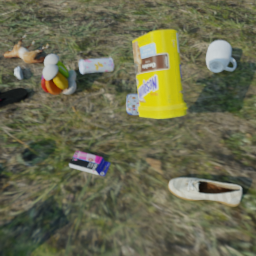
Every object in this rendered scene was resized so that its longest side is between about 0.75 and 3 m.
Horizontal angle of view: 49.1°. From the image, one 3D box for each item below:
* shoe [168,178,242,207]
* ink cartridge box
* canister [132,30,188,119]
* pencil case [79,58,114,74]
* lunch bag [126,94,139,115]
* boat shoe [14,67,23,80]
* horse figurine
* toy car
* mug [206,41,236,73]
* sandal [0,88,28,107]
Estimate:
[{"bbox_3d":[2.445,1.920,8.938,2.303,0.615,0.805,8,46,8],"label":"shoe"},{"bbox_3d":[-1.349,1.255,9.880,1.328,0.246,0.629,14,47,11],"label":"ink cartridge box"},{"bbox_3d":[0.898,-1.570,8.536,1.045,2.415,1.794,-10,8,-23],"label":"canister"},{"bbox_3d":[-0.879,-1.717,7.743,0.952,0.396,0.432,-9,15,-20],"label":"pencil case"},{"bbox_3d":[0.588,-1.034,11.929,1.337,0.505,1.071,-1,43,1],"label":"lunch bag"},{"bbox_3d":[-5.342,-2.597,13.605,0.345,0.380,1.033,-25,40,-1],"label":"boat shoe"},{"bbox_3d":[-5.194,-3.946,14.622,2.523,0.630,1.672,28,64,18],"label":"horse figurine"},{"bbox_3d":[-3.276,-2.234,12.629,1.376,1.606,1.836,-32,43,20],"label":"toy car"},{"bbox_3d":[4.612,-3.345,13.826,1.558,1.151,1.366,25,55,-3],"label":"mug"},{"bbox_3d":[-5.834,-1.274,12.041,2.884,0.650,1.083,-25,50,-22],"label":"sandal"}]
